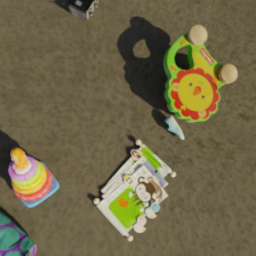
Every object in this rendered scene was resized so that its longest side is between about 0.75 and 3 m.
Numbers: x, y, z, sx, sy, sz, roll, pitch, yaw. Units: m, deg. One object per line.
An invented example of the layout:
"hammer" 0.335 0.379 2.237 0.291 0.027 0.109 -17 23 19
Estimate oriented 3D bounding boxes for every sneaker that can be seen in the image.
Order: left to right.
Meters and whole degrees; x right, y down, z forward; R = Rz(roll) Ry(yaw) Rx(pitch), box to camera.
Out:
"sneaker" 1.628 0.044 9.964 0.389 0.351 0.949 -32 86 18

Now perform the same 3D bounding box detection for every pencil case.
"pencil case" -4.232 3.388 8.808 2.766 1.278 1.177 36 119 9

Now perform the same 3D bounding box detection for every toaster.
"toaster" -1.805 -4.870 10.985 1.058 0.628 0.956 26 79 6

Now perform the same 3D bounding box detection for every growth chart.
"growth chart" 0.278 2.143 9.618 2.113 0.259 2.920 37 81 7

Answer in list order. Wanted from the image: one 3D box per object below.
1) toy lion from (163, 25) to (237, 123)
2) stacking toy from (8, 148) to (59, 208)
"toy lion" 2.227 -1.686 9.706 2.632 0.943 2.746 -42 97 -12
"stacking toy" -3.127 1.330 8.577 1.297 2.364 1.372 -34 63 -22
